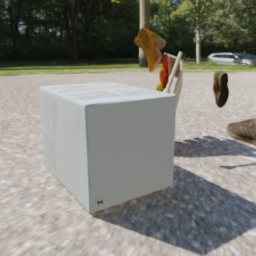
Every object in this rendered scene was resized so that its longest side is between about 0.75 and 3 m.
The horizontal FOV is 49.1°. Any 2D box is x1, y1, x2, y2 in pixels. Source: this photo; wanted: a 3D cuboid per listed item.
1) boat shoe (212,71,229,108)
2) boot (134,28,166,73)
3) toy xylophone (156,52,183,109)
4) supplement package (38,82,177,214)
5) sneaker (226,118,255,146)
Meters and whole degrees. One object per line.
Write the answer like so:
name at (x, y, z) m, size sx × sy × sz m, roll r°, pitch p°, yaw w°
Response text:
boat shoe at (2.515, -1.063, 7.674) m, size 0.375 × 1.042 × 0.354 m, roll -17°, pitch 32°, yaw -22°
boot at (0.578, -2.352, 8.496) m, size 0.900 × 1.257 × 0.442 m, roll 33°, pitch 51°, yaw 12°
toy xylophone at (1.095, -1.052, 8.202) m, size 0.686 × 1.998 × 2.729 m, roll 11°, pitch 58°, yaw 16°
supplement package at (-0.553, 0.142, 5.985) m, size 1.919 × 1.933 × 2.547 m, roll -10°, pitch 18°, yaw -32°
sneaker at (3.854, 0.023, 8.406) m, size 0.824 × 0.884 × 2.341 m, roll -5°, pitch 17°, yaw -18°
